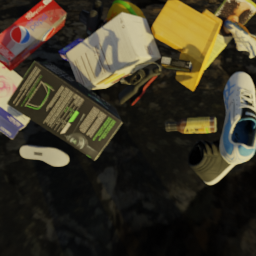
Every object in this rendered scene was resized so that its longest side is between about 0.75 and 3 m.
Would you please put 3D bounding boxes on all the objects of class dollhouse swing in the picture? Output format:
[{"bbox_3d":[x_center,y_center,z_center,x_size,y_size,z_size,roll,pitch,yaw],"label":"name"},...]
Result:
[{"bbox_3d":[1.815,-2.782,9.345,1.868,1.931,2.125,22,63,12],"label":"dollhouse swing"}]

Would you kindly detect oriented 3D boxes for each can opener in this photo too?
[{"bbox_3d":[-1.291,-3.874,10.158,1.040,0.838,2.645,16,5,-15],"label":"can opener"}]

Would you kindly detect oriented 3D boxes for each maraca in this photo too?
[{"bbox_3d":[0.121,-3.616,10.383,1.390,1.781,2.598,-31,65,-14],"label":"maraca"}]

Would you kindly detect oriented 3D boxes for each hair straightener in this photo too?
[{"bbox_3d":[0.183,-1.075,6.948,0.758,1.970,0.403,2,73,-26],"label":"hair straightener"}]

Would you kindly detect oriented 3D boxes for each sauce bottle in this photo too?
[{"bbox_3d":[1.357,-0.043,6.105,1.071,0.346,0.346,-3,39,24],"label":"sauce bottle"}]

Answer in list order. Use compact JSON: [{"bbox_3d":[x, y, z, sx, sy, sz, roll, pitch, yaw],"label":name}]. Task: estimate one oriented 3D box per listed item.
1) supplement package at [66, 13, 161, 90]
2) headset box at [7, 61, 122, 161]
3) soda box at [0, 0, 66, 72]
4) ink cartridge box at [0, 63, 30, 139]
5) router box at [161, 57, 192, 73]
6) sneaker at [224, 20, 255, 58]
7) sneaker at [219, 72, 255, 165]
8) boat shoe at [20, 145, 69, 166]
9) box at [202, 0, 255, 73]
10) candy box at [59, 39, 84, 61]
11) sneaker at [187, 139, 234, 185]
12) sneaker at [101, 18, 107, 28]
[{"bbox_3d":[-0.517,-2.390,9.273,2.586,1.416,1.471,-22,-2,36],"label":"supplement package"},{"bbox_3d":[-1.441,-0.510,7.378,2.572,1.193,2.239,34,6,-13],"label":"headset box"},{"bbox_3d":[-3.063,-2.919,8.692,0.778,0.859,2.453,44,70,-8],"label":"soda box"},{"bbox_3d":[-3.778,-0.870,8.762,0.391,1.773,1.806,-18,40,42],"label":"ink cartridge box"},{"bbox_3d":[1.411,-1.813,8.089,0.813,0.212,0.639,14,3,18],"label":"router box"},{"bbox_3d":[3.966,-3.098,9.865,1.686,0.743,0.635,36,43,-3],"label":"sneaker"},{"bbox_3d":[2.683,-0.342,6.488,0.888,0.896,2.471,20,62,-9],"label":"sneaker"},{"bbox_3d":[-2.108,0.660,7.180,1.281,0.439,0.363,12,8,5],"label":"boat shoe"},{"bbox_3d":[3.389,-3.612,10.705,1.122,2.982,0.747,34,39,-3],"label":"box"},{"bbox_3d":[-2.345,-3.423,12.278,1.149,0.443,0.972,-38,34,-14],"label":"candy box"},{"bbox_3d":[2.339,0.450,7.033,1.029,2.074,0.733,32,12,-29],"label":"sneaker"},{"bbox_3d":[-0.167,-4.279,12.331,2.484,1.392,0.964,46,26,19],"label":"sneaker"}]
